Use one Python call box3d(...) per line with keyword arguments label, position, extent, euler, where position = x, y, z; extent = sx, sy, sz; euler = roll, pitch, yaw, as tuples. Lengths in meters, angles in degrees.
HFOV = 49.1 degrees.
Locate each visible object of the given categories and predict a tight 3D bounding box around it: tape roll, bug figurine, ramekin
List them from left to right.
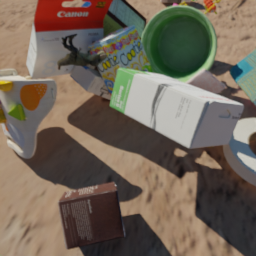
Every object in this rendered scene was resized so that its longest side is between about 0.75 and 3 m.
box3d(label="ramekin", position=(1.735, -2.692, 9.252), extent=(2.433, 2.433, 1.188), euler=(20, 25, 16))
box3d(label="bug figurine", position=(2.132, -3.908, 9.404), extent=(0.464, 1.802, 1.397), euler=(-20, 74, -40))
box3d(label="tape roll", position=(3.996, 0.697, 8.027), extent=(2.452, 0.448, 2.452), euler=(3, 45, -3))

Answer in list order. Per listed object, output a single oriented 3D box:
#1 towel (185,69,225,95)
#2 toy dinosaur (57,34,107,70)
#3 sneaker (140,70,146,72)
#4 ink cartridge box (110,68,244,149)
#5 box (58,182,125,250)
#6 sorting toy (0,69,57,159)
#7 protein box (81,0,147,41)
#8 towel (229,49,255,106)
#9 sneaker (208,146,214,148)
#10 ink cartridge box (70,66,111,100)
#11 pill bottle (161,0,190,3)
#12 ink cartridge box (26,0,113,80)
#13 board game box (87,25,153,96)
box3d(label="towel", position=(1.946, -1.069, 7.398), extent=(0.872, 0.913, 0.147), euler=(29, 45, -25))
box3d(label="toy dinosaur", position=(-1.531, -2.101, 7.803), extent=(2.095, 0.923, 0.497), euler=(5, 29, 41))
box3d(label="sneaker", position=(0.233, -1.254, 7.591), extent=(0.360, 0.968, 0.410), euler=(-3, 76, -41))
box3d(label="ink cartridge box", position=(1.031, -0.492, 6.277), extent=(1.738, 1.001, 2.381), euler=(-1, 24, -46))
box3d(label="box", position=(-0.820, 1.955, 6.428), extent=(1.302, 1.080, 1.069), euler=(-10, 88, -5))
box3d(label="sorting toy", position=(-3.128, -0.364, 7.807), extent=(1.319, 2.222, 2.469), euler=(-16, 25, -41))
box3d(label="protein box", position=(-0.765, -3.514, 10.004), extent=(2.019, 2.005, 1.362), euler=(30, 54, -33))
box3d(label="towel", position=(3.948, -1.626, 7.859), extent=(1.773, 0.262, 2.417), euler=(-40, 28, 22))
box3d(label="sneaker", position=(2.400, -0.022, 7.882), extent=(0.973, 0.809, 2.159), euler=(-15, 9, -1))
box3d(label="ink cartridge box", position=(-1.083, -1.544, 9.451), extent=(1.029, 1.409, 0.594), euler=(41, 105, 30))
box3d(label="pill bottle", position=(2.462, -6.886, 14.411), extent=(1.501, 0.855, 0.855), euler=(4, 50, 2))
box3d(label="ink cartridge box", position=(-1.727, -2.672, 8.501), extent=(2.275, 2.842, 0.672), euler=(-16, 72, -32))
box3d(label="board game box", position=(-0.091, -1.828, 8.694), extent=(1.123, 2.180, 1.143), euler=(2, 36, 48))
